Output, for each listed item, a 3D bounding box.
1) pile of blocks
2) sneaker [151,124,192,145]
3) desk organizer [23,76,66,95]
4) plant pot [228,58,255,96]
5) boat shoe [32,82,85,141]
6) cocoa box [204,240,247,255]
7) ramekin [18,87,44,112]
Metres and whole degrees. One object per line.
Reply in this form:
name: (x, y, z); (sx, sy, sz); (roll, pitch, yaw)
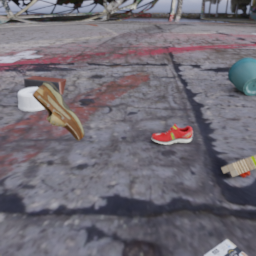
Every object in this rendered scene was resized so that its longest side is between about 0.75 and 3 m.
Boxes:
pile of blocks: (3.223, 1.095, 7.671); (1.445, 0.593, 0.449); (-16, 72, -12)
sneaker: (1.434, 0.170, 9.217); (1.408, 0.598, 0.542); (-5, 27, -11)
desk organizer: (-4.010, -2.066, 13.668); (1.961, 0.703, 0.755); (8, 25, 16)
plant pot: (5.823, -2.344, 13.480); (1.551, 1.551, 1.457); (-1, 41, -3)
boat shoe: (-1.709, -0.321, 6.828); (0.599, 1.622, 0.614); (-40, 16, -22)
cocoa box: (1.429, 2.474, 4.355); (1.134, 0.756, 0.744); (-17, 31, -30)
ramekin: (-4.054, -1.266, 12.054); (1.383, 0.674, 1.383); (0, 27, 0)
